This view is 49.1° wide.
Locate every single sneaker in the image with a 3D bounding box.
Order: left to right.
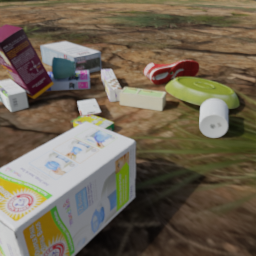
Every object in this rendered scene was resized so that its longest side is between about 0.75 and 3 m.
[{"bbox_3d":[1.726,-2.531,11.757,2.308,0.904,1.333,-11,32,-21],"label":"sneaker"}]

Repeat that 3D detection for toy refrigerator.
[{"bbox_3d":[0.491,-1.000,9.398,1.465,0.512,0.556,9,31,17],"label":"toy refrigerator"}]

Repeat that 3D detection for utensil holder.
[{"bbox_3d":[2.389,-0.269,7.839,0.797,0.797,0.938,8,33,14],"label":"utensil holder"}]

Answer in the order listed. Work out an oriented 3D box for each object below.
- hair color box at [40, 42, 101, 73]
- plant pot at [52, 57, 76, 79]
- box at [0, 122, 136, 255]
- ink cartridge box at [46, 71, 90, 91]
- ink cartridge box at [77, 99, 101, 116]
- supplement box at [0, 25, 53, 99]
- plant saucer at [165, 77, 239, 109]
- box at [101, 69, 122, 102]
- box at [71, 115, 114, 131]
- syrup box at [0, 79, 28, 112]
[{"bbox_3d":[-2.701,-3.277,13.053,1.448,0.887,2.925,-24,37,-36],"label":"hair color box"},{"bbox_3d":[-2.368,-2.219,10.444,0.764,0.813,0.813,1,29,-1],"label":"plant pot"},{"bbox_3d":[-1.086,1.115,4.739,1.254,1.392,2.475,21,35,32],"label":"box"},{"bbox_3d":[-2.570,-1.876,11.075,2.096,0.440,1.251,-6,30,-7],"label":"ink cartridge box"},{"bbox_3d":[-1.227,-0.561,8.832,0.597,0.276,1.096,-11,30,-13],"label":"ink cartridge box"},{"bbox_3d":[-3.639,-2.219,9.464,1.212,2.197,0.941,26,60,38],"label":"supplement box"},{"bbox_3d":[2.562,-1.295,9.587,2.545,0.395,2.545,9,24,-4],"label":"plant saucer"},{"bbox_3d":[-0.657,-1.651,10.606,0.449,0.480,2.319,-6,31,-10],"label":"box"},{"bbox_3d":[-1.045,-0.079,8.023,1.137,0.275,0.667,21,36,30],"label":"box"},{"bbox_3d":[-4.002,-1.132,9.536,0.622,0.602,1.528,-22,36,-33],"label":"syrup box"}]
